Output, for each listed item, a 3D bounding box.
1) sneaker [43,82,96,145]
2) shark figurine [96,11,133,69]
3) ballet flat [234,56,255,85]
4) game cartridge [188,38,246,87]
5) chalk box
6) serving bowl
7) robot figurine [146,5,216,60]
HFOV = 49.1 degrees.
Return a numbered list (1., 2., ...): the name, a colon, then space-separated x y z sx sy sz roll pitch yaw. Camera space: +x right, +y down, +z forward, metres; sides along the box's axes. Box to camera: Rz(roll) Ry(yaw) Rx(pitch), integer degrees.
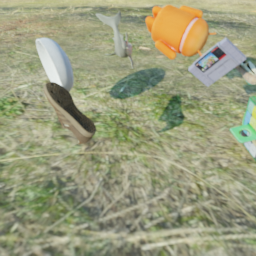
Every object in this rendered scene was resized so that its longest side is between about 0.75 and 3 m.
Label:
1. sneaker: -1.609 -0.332 7.125 1.820 0.687 0.641 49 38 9
2. shark figurine: -0.391 -2.595 8.833 0.874 1.251 2.095 -9 -15 12
3. ballet flat: 3.931 -2.154 9.553 0.525 0.518 1.541 -26 66 -22
4. game cartridge: 2.542 -1.862 8.115 0.901 1.389 0.267 31 44 -23
5. chalk box: 4.962 0.049 9.296 2.925 1.811 1.820 -2 32 -4
6. serving bowl: -2.555 -2.276 10.222 0.711 2.162 2.162 -28 40 -18
7. robot figurine: 1.682 -3.201 9.342 2.252 1.313 1.620 31 47 17
